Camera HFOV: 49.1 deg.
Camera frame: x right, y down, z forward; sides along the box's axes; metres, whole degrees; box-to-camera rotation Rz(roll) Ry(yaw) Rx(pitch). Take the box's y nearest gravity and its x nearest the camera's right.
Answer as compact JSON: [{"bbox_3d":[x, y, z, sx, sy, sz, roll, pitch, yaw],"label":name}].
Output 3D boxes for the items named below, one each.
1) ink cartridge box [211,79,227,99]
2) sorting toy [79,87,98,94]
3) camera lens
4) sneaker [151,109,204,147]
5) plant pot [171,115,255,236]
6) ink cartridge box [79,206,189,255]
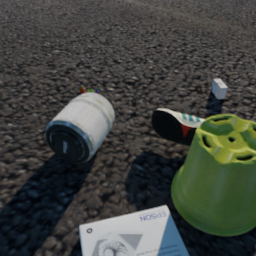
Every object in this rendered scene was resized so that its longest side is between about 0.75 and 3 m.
[{"bbox_3d":[4.236,-1.809,13.058,0.353,0.612,0.838,-5,40,-9],"label":"ink cartridge box"},{"bbox_3d":[-1.877,-1.821,13.312,0.941,0.324,0.326,0,38,1],"label":"sorting toy"},{"bbox_3d":[-1.637,-0.004,9.819,1.783,1.783,2.229,14,40,17],"label":"camera lens"},{"bbox_3d":[2.203,0.053,10.226,2.879,1.014,1.346,23,18,35],"label":"sneaker"},{"bbox_3d":[2.603,1.112,7.633,2.709,2.491,2.709,-2,44,2],"label":"plant pot"},{"bbox_3d":[0.202,3.255,6.734,2.531,0.515,2.536,-10,39,-12],"label":"ink cartridge box"}]
